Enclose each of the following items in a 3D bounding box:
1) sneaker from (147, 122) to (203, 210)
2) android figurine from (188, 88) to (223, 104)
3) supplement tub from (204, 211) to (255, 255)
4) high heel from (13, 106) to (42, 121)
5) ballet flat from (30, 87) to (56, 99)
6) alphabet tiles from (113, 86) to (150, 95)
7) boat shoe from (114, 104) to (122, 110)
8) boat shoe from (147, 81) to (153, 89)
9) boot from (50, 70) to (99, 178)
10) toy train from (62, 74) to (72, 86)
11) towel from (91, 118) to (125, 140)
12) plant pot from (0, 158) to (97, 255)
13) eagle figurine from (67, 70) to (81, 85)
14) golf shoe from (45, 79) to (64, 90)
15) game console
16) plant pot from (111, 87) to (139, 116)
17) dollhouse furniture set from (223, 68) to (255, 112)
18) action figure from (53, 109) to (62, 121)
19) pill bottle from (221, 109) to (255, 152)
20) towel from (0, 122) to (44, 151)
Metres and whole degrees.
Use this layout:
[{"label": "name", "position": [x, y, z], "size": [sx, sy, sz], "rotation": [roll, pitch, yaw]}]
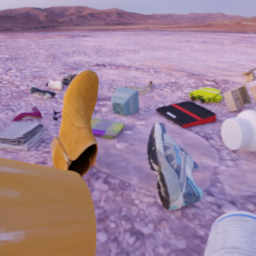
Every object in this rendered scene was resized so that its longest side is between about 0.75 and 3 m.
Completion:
[{"label": "sneaker", "position": [1.160, 0.911, 7.217], "size": [1.062, 0.955, 2.460], "rotation": [-2, 53, -13]}, {"label": "android figurine", "position": [3.876, -1.625, 13.943], "size": [1.606, 0.362, 1.765], "rotation": [18, 31, 35]}, {"label": "supplement tub", "position": [1.740, 2.173, 4.269], "size": [1.184, 1.184, 1.795], "rotation": [10, 15, 21]}, {"label": "high heel", "position": [-4.130, -0.423, 11.492], "size": [1.108, 0.533, 0.374], "rotation": [-30, 0, -13]}, {"label": "ballet flat", "position": [-4.218, -1.659, 13.868], "size": [1.294, 0.473, 0.473], "rotation": [14, 16, -29]}, {"label": "alphabet tiles", "position": [0.186, -2.011, 15.147], "size": [1.846, 0.058, 1.536], "rotation": [-7, 26, -15]}, {"label": "boat shoe", "position": [-0.298, -0.917, 12.369], "size": [0.364, 0.314, 0.998], "rotation": [-3, 14, 26]}, {"label": "boat shoe", "position": [1.229, -2.387, 15.707], "size": [0.331, 0.275, 0.922], "rotation": [4, 25, 10]}, {"label": "boot", "position": [-1.229, -0.042, 7.747], "size": [1.052, 2.990, 2.141], "rotation": [20, 9, -33]}, {"label": "toy train", "position": [-3.109, -2.727, 16.177], "size": [1.381, 0.588, 0.787], "rotation": [9, 37, 18]}, {"label": "towel", "position": [-1.160, -0.002, 10.582], "size": [1.878, 0.214, 1.348], "rotation": [7, 25, 14]}, {"label": "plant pot", "position": [-2.075, 1.626, 4.190], "size": [2.728, 2.980, 2.980], "rotation": [3, 20, -31]}, {"label": "eagle figurine", "position": [-2.737, -2.487, 15.099], "size": [0.910, 0.905, 1.200], "rotation": [-17, 32, -7]}, {"label": "golf shoe", "position": [-4.009, -2.319, 15.336], "size": [0.660, 0.521, 1.434], "rotation": [-22, 24, -32]}, {"label": "game console", "position": [2.442, -0.579, 11.801], "size": [1.838, 0.322, 2.078], "rotation": [-15, 28, -22]}, {"label": "plant pot", "position": [-0.206, -1.043, 12.029], "size": [0.997, 0.995, 1.016], "rotation": [12, 37, 25]}, {"label": "dollhouse furniture set", "position": [5.465, -1.502, 11.847], "size": [1.448, 2.044, 2.225], "rotation": [-24, 4, -38]}, {"label": "action figure", "position": [-2.443, -0.515, 11.188], "size": [1.106, 0.565, 0.658], "rotation": [0, 57, -3]}, {"label": "pill bottle", "position": [4.342, 0.038, 9.112], "size": [2.404, 1.340, 1.340], "rotation": [-8, 26, -17]}, {"label": "towel", "position": [-3.675, 0.224, 9.629], "size": [1.082, 0.559, 1.307], "rotation": [4, 25, 14]}]
